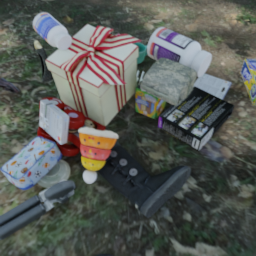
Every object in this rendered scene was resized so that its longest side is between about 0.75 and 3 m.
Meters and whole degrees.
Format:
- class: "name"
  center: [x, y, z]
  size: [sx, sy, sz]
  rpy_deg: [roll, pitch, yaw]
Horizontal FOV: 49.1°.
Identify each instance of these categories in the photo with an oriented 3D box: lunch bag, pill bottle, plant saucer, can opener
- class: "lunch bag"
  center: [-3.364, 1.160, 9.847]
  size: [1.565, 0.738, 1.954]
  rpy_deg: [14, 48, 42]
- class: "pill bottle"
  center: [-2.649, -3.371, 9.890]
  size: [0.798, 0.798, 1.424]
  rpy_deg: [-33, 65, -28]
- class: "lunch bag"
  center: [1.474, -1.676, 10.633]
  size: [1.757, 1.224, 1.473]
  rpy_deg: [29, 52, 20]
- class: "plant saucer"
  center: [-2.714, 1.547, 9.997]
  size: [1.251, 0.314, 1.251]
  rpy_deg: [0, 46, 0]
- class: "pill bottle"
  center: [2.228, -3.235, 12.167]
  size: [2.573, 1.433, 1.433]
  rpy_deg: [34, 55, 24]
- class: "can opener"
  center: [-2.956, 2.419, 8.837]
  size: [2.708, 0.900, 0.713]
  rpy_deg: [-31, 55, -21]

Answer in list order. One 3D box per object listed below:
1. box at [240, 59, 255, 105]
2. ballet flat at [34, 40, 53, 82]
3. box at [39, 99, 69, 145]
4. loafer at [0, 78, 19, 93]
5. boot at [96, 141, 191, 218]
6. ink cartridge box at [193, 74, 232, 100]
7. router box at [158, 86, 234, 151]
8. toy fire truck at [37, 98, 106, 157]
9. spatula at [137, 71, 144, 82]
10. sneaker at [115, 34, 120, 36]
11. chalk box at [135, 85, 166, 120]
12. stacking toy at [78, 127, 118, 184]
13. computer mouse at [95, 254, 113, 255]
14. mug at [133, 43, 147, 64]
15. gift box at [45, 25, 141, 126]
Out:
- class: "box"
  center: [6.116, -2.201, 13.217]
  size: [0.913, 0.838, 2.607]
  rpy_deg: [2, 46, 2]
- class: "ballet flat"
  center: [-3.172, -2.417, 10.368]
  size: [0.471, 1.659, 0.551]
  rpy_deg: [-24, 43, -18]
- class: "box"
  center: [-2.557, -0.222, 9.597]
  size: [0.281, 1.065, 1.366]
  rpy_deg: [-18, 41, -42]
- class: "loafer"
  center: [-5.684, -1.907, 13.250]
  size: [1.470, 0.528, 0.463]
  rpy_deg: [30, 72, 33]
- class: "boot"
  center: [0.380, 1.387, 9.813]
  size: [2.373, 0.945, 2.880]
  rpy_deg: [-33, 50, -30]
- class: "ink cartridge box"
  center: [3.915, -1.882, 13.270]
  size: [1.537, 0.333, 1.509]
  rpy_deg: [25, 51, 19]
- class: "router box"
  center: [2.852, -0.495, 11.679]
  size: [2.001, 0.685, 2.683]
  rpy_deg: [33, 55, 28]
- class: "toy fire truck"
  center: [-2.083, -0.224, 11.014]
  size: [2.768, 1.552, 2.324]
  rpy_deg: [30, 33, 28]
- class: "spatula"
  center: [0.674, -2.587, 14.113]
  size: [0.714, 0.083, 1.027]
  rpy_deg: [7, 47, 8]
- class: "sneaker"
  center: [-0.673, -5.079, 16.099]
  size: [1.467, 0.647, 0.597]
  rpy_deg: [-16, 48, -15]
- class: "chalk box"
  center: [1.006, -1.450, 11.887]
  size: [1.075, 1.736, 1.080]
  rpy_deg: [24, 52, 20]
- class: "stacking toy"
  center: [-1.095, 0.941, 9.192]
  size: [1.330, 1.330, 1.821]
  rpy_deg: [9, 89, 8]
- class: "computer mouse"
  center: [-1.365, 3.942, 7.659]
  size: [2.231, 0.380, 0.654]
  rpy_deg: [-12, 48, -11]
- class: "mug"
  center: [0.434, -3.870, 14.772]
  size: [1.377, 0.851, 1.131]
  rpy_deg: [7, 43, -4]
- class: "gift box"
  center: [-1.002, -2.077, 10.655]
  size: [2.963, 2.766, 2.734]
  rpy_deg: [24, 61, 18]
